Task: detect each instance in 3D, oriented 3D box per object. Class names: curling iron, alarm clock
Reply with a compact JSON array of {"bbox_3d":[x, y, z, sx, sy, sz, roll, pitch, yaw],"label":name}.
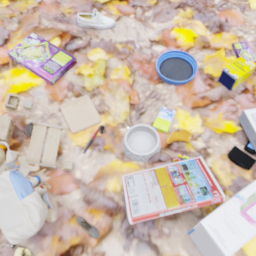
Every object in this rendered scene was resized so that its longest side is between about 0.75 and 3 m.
[{"bbox_3d":[-1.137,0.372,9.374,0.300,0.155,1.210,31,64,15],"label":"curling iron"},{"bbox_3d":[-3.266,0.084,9.439,0.819,0.273,0.552,-23,57,7],"label":"alarm clock"}]

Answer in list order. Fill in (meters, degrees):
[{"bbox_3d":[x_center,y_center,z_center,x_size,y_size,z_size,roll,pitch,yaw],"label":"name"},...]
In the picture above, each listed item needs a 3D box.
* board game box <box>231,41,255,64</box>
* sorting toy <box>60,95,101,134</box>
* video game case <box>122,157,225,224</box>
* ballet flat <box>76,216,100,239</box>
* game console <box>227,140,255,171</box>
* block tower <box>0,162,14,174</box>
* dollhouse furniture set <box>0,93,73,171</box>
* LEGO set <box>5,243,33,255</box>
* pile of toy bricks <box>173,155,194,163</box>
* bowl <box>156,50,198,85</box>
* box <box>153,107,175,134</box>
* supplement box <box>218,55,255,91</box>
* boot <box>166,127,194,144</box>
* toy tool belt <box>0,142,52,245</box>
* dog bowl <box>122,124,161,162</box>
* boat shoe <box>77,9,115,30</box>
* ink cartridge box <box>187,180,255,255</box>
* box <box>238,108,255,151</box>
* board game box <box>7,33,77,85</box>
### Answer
[{"bbox_3d":[4.704,-3.030,11.332,0.674,0.181,1.123,-9,61,-1],"label":"board game box"},{"bbox_3d":[-1.672,-0.475,9.851,1.099,0.217,1.187,-24,68,-13],"label":"sorting toy"},{"bbox_3d":[1.149,1.681,7.899,2.529,0.221,1.808,-14,29,1],"label":"video game case"},{"bbox_3d":[-1.151,2.849,7.950,0.849,0.197,0.286,36,35,13],"label":"ballet flat"},{"bbox_3d":[3.915,0.712,9.171,0.826,0.169,1.401,38,66,19],"label":"game console"},{"bbox_3d":[-4.034,1.165,8.593,1.404,0.406,0.379,22,66,-2],"label":"block tower"},{"bbox_3d":[-2.886,0.216,9.142,2.414,1.179,2.059,13,76,-15],"label":"dollhouse furniture set"},{"bbox_3d":[-3.453,4.059,6.926,1.627,0.710,2.505,11,61,8],"label":"LEGO set"},{"bbox_3d":[1.888,1.030,8.845,0.838,0.414,0.465,21,62,12],"label":"pile of toy bricks"},{"bbox_3d":[1.871,-2.312,10.824,1.599,0.314,1.599,0,60,0],"label":"bowl"},{"bbox_3d":[1.257,-0.271,9.708,0.538,0.210,0.883,22,63,12],"label":"box"},{"bbox_3d":[4.078,-2.057,10.473,1.207,0.661,0.657,-34,66,-18],"label":"supplement box"},{"bbox_3d":[1.737,0.351,9.263,0.625,0.307,0.873,31,56,28],"label":"boot"},{"bbox_3d":[-2.913,1.591,7.494,1.611,1.586,2.581,-26,88,10],"label":"toy tool belt"},{"bbox_3d":[0.445,0.455,9.200,1.299,0.381,1.299,0,59,0],"label":"dog bowl"},{"bbox_3d":[-1.385,-4.703,11.972,1.634,0.697,0.604,8,60,5],"label":"boat shoe"},{"bbox_3d":[2.885,2.365,7.324,2.352,1.700,0.996,-29,65,-15],"label":"ink cartridge box"},{"bbox_3d":[5.292,0.167,9.144,2.650,0.545,2.066,-11,59,-10],"label":"box"},{"bbox_3d":[-3.402,-2.773,11.088,2.417,0.390,1.451,33,61,18],"label":"board game box"}]
